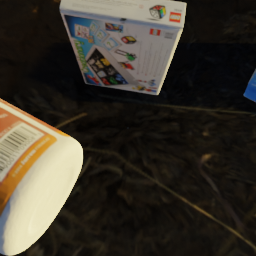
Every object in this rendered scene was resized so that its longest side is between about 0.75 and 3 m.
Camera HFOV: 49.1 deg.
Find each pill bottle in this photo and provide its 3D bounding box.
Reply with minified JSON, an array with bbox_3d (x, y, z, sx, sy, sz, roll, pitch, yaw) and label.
[{"bbox_3d":[-2.267,0.263,3.865,2.960,1.660,1.660,28,71,9],"label":"pill bottle"}]

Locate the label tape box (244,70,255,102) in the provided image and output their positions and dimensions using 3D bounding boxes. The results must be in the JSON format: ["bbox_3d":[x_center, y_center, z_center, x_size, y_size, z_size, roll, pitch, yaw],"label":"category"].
[{"bbox_3d":[4.281,-1.463,7.523,1.516,0.699,2.116,29,69,11],"label":"label tape box"}]

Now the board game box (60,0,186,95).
[{"bbox_3d":[-0.086,-1.275,4.782,1.602,2.537,0.439,10,78,1],"label":"board game box"}]
